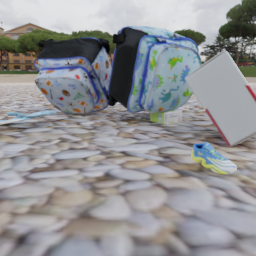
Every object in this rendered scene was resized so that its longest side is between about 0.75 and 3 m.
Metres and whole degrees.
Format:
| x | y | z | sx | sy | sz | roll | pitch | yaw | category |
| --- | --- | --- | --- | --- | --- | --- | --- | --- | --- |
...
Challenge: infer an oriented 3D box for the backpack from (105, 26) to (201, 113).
| x | y | z | sx | sy | sz | roll | pitch | yaw | category |
| --- | --- | --- | --- | --- | --- | --- | --- | --- | --- |
| 1.058 | -1.803 | 9.066 | 2.859 | 2.617 | 2.101 | -15 | 37 | -39 | backpack |

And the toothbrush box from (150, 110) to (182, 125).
| x | y | z | sx | sy | sz | roll | pitch | yaw | category |
| --- | --- | --- | --- | --- | --- | --- | --- | --- | --- |
| 1.217 | -0.379 | 9.029 | 0.618 | 0.365 | 0.849 | -11 | 14 | -35 | toothbrush box |

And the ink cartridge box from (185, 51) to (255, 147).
| x | y | z | sx | sy | sz | roll | pitch | yaw | category |
| --- | --- | --- | --- | --- | --- | --- | --- | --- | --- |
| 2.488 | -0.784 | 6.918 | 1.036 | 1.823 | 2.501 | -34 | -3 | 23 | ink cartridge box |

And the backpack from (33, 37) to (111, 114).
| x | y | z | sx | sy | sz | roll | pitch | yaw | category |
| --- | --- | --- | --- | --- | --- | --- | --- | --- | --- |
| -1.813 | -1.774 | 10.499 | 2.961 | 2.281 | 2.820 | 8 | -25 | 28 | backpack |

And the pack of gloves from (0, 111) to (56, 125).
| x | y | z | sx | sy | sz | roll | pitch | yaw | category |
| --- | --- | --- | --- | --- | --- | --- | --- | --- | --- |
| -3.035 | -0.403 | 8.277 | 1.743 | 0.344 | 1.464 | -13 | 5 | -17 | pack of gloves |

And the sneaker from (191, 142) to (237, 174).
| x | y | z | sx | sy | sz | roll | pitch | yaw | category |
| --- | --- | --- | --- | --- | --- | --- | --- | --- | --- |
| 1.340 | 0.466 | 4.472 | 0.763 | 0.401 | 0.289 | 17 | 50 | 38 | sneaker |
